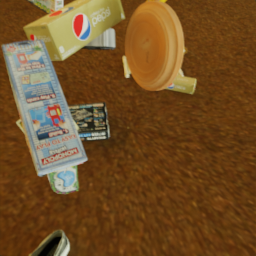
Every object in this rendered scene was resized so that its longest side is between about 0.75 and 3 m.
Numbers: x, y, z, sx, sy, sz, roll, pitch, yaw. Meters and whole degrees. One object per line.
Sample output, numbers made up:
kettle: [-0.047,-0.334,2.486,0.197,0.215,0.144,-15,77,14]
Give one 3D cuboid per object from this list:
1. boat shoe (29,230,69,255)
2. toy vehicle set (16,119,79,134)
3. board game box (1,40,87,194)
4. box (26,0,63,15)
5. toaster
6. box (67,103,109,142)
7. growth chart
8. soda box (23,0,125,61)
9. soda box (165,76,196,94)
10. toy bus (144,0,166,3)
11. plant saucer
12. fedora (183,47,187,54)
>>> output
boat shoe: [-1.857,2.798,5.507,0.622,0.560,1.759,20,47,20]
toy vehicle set: [-1.286,-0.039,4.425,0.926,0.575,0.123,-24,19,30]
board game box: [-0.894,0.080,3.096,0.459,1.487,1.486,-15,50,-20]
box: [-2.458,-3.852,8.044,1.537,0.846,0.267,37,46,24]
toaster: [-1.088,-2.915,9.204,1.072,0.704,1.186,4,15,14]
box: [-1.505,-0.178,8.764,1.728,0.397,1.373,-5,44,-5]
growth chart: [0.945,-2.425,11.279,2.402,0.213,1.738,0,44,0]
soda box: [-1.006,-2.199,5.826,0.748,0.707,2.207,9,43,35]
soda box: [1.797,-1.636,10.295,1.306,0.418,0.442,13,45,14]
toy bus: [0.830,-3.793,8.359,0.361,0.923,0.301,58,32,8]
plant saucer: [0.430,-1.654,5.801,0.288,1.785,1.785,-13,44,-31]
fedora: [2.239,-3.528,12.352,0.824,0.336,0.824,0,43,0]
